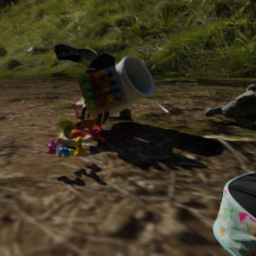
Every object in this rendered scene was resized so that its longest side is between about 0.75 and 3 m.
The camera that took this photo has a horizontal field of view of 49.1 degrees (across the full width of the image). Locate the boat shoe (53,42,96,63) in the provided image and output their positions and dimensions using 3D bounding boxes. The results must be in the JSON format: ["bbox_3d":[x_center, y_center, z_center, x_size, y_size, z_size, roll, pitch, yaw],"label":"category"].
[{"bbox_3d":[-2.070,-2.906,11.274,0.737,0.631,2.014,-18,-9,39],"label":"boat shoe"}]

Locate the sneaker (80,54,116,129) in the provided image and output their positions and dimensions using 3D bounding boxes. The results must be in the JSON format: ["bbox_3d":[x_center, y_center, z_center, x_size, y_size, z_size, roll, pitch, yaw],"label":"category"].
[{"bbox_3d":[-1.058,-1.272,10.522,1.050,2.775,1.603,15,-3,7],"label":"sneaker"}]

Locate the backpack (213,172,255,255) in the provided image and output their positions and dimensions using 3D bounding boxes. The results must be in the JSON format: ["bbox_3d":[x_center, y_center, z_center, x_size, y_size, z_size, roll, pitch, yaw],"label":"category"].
[{"bbox_3d":[1.808,1.189,2.960,1.485,1.259,1.672,-9,29,-35],"label":"backpack"}]

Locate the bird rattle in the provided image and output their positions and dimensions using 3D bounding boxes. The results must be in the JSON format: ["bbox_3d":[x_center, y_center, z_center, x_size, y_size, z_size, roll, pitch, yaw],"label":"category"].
[{"bbox_3d":[-1.481,0.302,8.510,1.518,0.855,1.238,15,24,6],"label":"bird rattle"}]

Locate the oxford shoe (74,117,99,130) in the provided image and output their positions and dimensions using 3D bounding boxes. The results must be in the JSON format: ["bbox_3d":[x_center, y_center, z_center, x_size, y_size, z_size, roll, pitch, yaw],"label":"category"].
[{"bbox_3d":[-1.307,-0.159,8.805,0.805,0.287,0.287,-26,45,4],"label":"oxford shoe"}]

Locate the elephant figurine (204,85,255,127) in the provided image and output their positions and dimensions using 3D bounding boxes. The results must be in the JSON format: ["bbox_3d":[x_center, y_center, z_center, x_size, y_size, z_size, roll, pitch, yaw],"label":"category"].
[{"bbox_3d":[4.683,-0.736,11.394,2.334,1.811,1.652,-16,62,-20],"label":"elephant figurine"}]

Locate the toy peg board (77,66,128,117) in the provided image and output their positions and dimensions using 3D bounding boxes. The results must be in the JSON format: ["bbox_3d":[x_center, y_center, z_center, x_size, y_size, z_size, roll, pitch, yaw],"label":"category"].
[{"bbox_3d":[-0.873,-1.300,9.231,1.388,1.394,0.682,-20,-12,-2],"label":"toy peg board"}]

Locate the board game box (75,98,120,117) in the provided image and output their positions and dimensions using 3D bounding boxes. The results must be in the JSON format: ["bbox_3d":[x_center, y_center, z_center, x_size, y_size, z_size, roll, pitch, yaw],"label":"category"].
[{"bbox_3d":[-1.418,-1.125,14.147,2.082,0.637,2.749,0,13,0],"label":"board game box"}]

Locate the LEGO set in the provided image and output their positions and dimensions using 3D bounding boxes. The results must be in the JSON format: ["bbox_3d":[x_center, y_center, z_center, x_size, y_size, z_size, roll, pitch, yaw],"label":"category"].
[{"bbox_3d":[-1.336,0.436,6.736,1.150,0.472,0.438,4,6,-37],"label":"LEGO set"}]

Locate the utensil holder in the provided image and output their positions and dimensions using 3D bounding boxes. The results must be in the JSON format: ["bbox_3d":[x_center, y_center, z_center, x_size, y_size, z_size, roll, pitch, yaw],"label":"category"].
[{"bbox_3d":[-0.282,-1.655,11.496,2.065,1.755,1.755,-28,-6,37],"label":"utensil holder"}]
